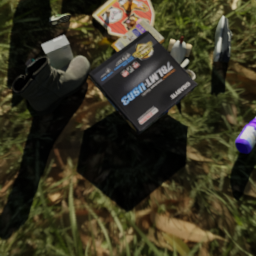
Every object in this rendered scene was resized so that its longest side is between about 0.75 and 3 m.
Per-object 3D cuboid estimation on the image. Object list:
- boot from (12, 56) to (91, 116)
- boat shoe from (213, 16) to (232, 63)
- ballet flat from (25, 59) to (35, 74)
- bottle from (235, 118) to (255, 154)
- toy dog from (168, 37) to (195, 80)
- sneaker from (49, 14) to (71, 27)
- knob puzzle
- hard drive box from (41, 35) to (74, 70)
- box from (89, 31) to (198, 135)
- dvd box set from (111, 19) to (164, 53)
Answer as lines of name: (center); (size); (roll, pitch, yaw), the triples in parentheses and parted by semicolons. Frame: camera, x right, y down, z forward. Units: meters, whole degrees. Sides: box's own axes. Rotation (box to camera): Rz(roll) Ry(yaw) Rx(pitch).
boot: (-2.530, -1.837, 9.807); (0.981, 1.892, 2.897); (34, 73, 20)
boat shoe: (3.796, -3.476, 11.091); (0.605, 0.758, 2.005); (11, 78, 2)
ballet flat: (-3.649, -1.994, 10.739); (0.474, 0.480, 1.410); (-25, 65, 10)
bottle: (4.311, 0.206, 9.811); (1.497, 0.489, 0.625); (-47, 120, -24)
toy dog: (1.889, -2.674, 10.668); (1.264, 0.923, 1.917); (-5, 70, 1)
sneaker: (-2.875, -4.605, 11.679); (0.975, 0.375, 0.432); (-20, 65, -9)
knob puzzle: (0.049, -4.691, 11.631); (2.632, 0.365, 2.632); (0, 72, 1)
hard drive box: (-2.610, -2.786, 10.573); (0.930, 1.193, 0.458); (-26, 73, -10)
box: (0.516, -1.620, 9.868); (2.737, 0.680, 2.717); (-38, 80, -10)
dvd box set: (0.374, -3.349, 11.094); (1.716, 0.252, 1.255); (-41, 75, -1)
